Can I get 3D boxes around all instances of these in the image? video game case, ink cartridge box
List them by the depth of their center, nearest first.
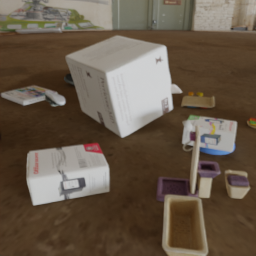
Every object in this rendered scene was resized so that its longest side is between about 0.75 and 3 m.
[{"bbox_3d":[-1.390,0.997,6.428,1.687,0.703,1.225,-7,25,-15],"label":"ink cartridge box"},{"bbox_3d":[2.316,0.133,7.929,1.360,0.595,0.989,11,25,20],"label":"ink cartridge box"},{"bbox_3d":[-4.448,-1.490,12.619,1.884,0.223,1.715,18,29,36],"label":"video game case"}]

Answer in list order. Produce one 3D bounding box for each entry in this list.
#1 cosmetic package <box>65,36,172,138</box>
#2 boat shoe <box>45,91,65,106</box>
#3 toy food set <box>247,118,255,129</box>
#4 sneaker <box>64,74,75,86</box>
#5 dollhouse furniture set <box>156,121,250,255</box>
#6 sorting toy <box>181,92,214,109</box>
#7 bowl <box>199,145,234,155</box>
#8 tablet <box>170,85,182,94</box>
[{"bbox_3d":[-0.301,-1.558,9.624,2.300,2.297,2.787,-29,36,-24],"label":"cosmetic package"},{"bbox_3d":[-2.134,-0.796,8.167,0.344,0.339,0.955,-5,26,-40],"label":"boat shoe"},{"bbox_3d":[4.545,-0.154,9.636,0.829,0.202,0.821,9,26,19],"label":"toy food set"},{"bbox_3d":[-1.818,-2.779,14.335,2.866,1.174,1.049,-3,25,-4],"label":"sneaker"},{"bbox_3d":[1.488,1.014,5.114,1.946,1.743,2.456,4,24,8],"label":"dollhouse furniture set"},{"bbox_3d":[2.977,-1.163,11.924,1.304,0.234,1.750,2,24,15],"label":"sorting toy"},{"bbox_3d":[2.532,0.403,8.343,1.226,0.241,1.226,0,24,0],"label":"bowl"},{"bbox_3d":[1.440,-1.887,13.612,2.052,0.140,1.335,-3,24,-7],"label":"tablet"}]
